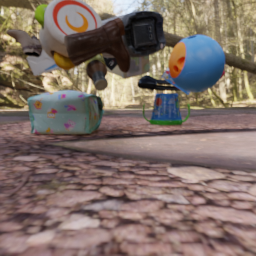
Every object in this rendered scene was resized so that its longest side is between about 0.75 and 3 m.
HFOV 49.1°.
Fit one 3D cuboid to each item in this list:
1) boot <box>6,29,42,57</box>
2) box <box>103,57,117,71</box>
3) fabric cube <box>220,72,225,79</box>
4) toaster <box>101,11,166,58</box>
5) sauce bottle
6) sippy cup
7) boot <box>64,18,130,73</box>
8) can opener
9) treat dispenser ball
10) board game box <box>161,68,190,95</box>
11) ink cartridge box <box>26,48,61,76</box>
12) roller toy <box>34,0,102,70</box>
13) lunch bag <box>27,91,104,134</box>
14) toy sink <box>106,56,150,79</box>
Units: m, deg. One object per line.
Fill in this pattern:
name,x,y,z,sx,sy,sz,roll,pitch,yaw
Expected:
boot,-3.073,-2.495,8.343,1.030,0.753,0.362,4,-31,-28
box,-0.579,-3.276,11.749,0.896,1.466,0.777,41,8,-27
fabric cube,3.561,-2.405,12.055,0.793,0.795,0.780,-23,-11,3
toaster,0.000,-3.289,10.098,1.726,1.518,2.672,7,25,41
sauce bottle,-0.899,-1.671,7.783,0.588,0.588,1.819,-2,44,-17
sippy cup,2.195,-1.097,16.186,2.429,1.780,1.908,-3,6,-32
boot,-0.821,-1.931,7.550,1.767,1.647,0.568,-33,40,-26
can opener,1.767,-2.336,15.414,2.620,0.831,1.030,4,44,-10
treat dispenser ball,2.483,-2.323,10.245,2.030,2.030,2.030,0,5,0
board game box,2.445,-2.323,13.699,1.534,0.438,1.566,34,21,1
ink cartridge box,-3.320,-3.467,13.721,1.605,0.939,2.768,-17,12,31
roller toy,-1.837,-3.000,8.994,1.846,2.023,1.414,-31,-2,-31
lunch bag,-2.498,-0.712,12.071,2.549,1.825,2.993,0,11,6
toy sink,0.077,-3.280,13.547,1.635,1.405,2.508,-22,32,-30
